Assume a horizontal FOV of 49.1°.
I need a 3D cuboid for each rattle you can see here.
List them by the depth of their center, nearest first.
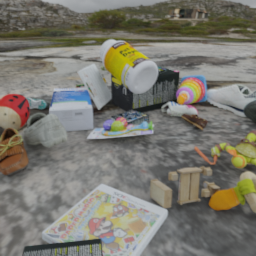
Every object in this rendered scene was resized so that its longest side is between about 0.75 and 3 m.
[{"bbox_3d":[2.686,1.554,6.280,1.483,1.059,0.966,-2,46,-53],"label":"rattle"}]

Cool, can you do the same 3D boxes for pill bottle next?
[{"bbox_3d":[-0.074,-2.374,10.430,1.295,1.295,2.370,-17,47,-35],"label":"pill bottle"}]

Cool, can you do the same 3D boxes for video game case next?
[{"bbox_3d":[-0.378,1.864,5.440,1.699,0.214,1.867,15,27,27],"label":"video game case"}]

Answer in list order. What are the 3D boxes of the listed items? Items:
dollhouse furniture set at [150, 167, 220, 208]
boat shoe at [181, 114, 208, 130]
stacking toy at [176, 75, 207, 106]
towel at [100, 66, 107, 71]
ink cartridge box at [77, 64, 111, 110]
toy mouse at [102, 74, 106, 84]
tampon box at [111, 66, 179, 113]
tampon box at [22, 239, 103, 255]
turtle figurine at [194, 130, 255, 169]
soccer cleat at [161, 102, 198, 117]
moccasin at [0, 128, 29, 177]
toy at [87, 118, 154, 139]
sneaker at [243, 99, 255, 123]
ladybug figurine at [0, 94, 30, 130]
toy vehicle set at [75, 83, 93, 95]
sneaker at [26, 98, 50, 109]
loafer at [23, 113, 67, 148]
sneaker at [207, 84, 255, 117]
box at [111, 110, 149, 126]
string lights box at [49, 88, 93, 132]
[{"bbox_3d":[1.287,1.225,6.282,1.448,0.750,0.641,-3,11,-23],"label":"dollhouse furniture set"},{"bbox_3d":[2.446,-0.300,10.317,0.410,0.410,1.165,30,4,-41],"label":"boat shoe"},{"bbox_3d":[2.529,-1.423,12.029,1.178,1.246,2.147,1,23,31],"label":"stacking toy"},{"bbox_3d":[-0.452,-2.762,12.501,1.609,0.294,1.194,-8,13,-8],"label":"towel"},{"bbox_3d":[-1.541,-1.741,12.073,0.625,1.782,2.192,-23,14,24],"label":"ink cartridge box"},{"bbox_3d":[-1.809,-2.072,14.110,1.505,0.328,1.693,-15,-14,-1],"label":"toy mouse"},{"bbox_3d":[0.724,-1.772,12.447,2.480,1.565,1.858,-14,26,-29],"label":"tampon box"},{"bbox_3d":[-0.904,2.179,3.948,1.131,0.848,0.714,-3,23,-7],"label":"tampon box"},{"bbox_3d":[3.241,0.628,7.741,2.413,0.777,1.946,20,30,39],"label":"turtle figurine"},{"bbox_3d":[2.000,-0.626,11.142,0.712,0.576,1.649,-23,26,-27],"label":"soccer cleat"},{"bbox_3d":[-3.162,0.582,7.619,0.796,0.841,2.177,-19,27,-9],"label":"moccasin"},{"bbox_3d":[-0.225,-0.059,9.386,2.134,0.504,1.229,-1,14,7],"label":"toy"},{"bbox_3d":[5.154,-0.268,9.595,1.311,1.115,2.875,-20,28,-32],"label":"sneaker"},{"bbox_3d":[-3.901,-0.628,9.636,0.635,1.198,1.765,-31,30,19],"label":"ladybug figurine"},{"bbox_3d":[-2.096,-1.837,13.384,0.940,0.125,0.584,-6,65,17],"label":"toy vehicle set"},{"bbox_3d":[-4.013,-1.053,12.322,1.276,0.495,0.582,13,10,20],"label":"sneaker"},{"bbox_3d":[-2.576,0.005,8.355,0.924,0.922,2.642,-21,12,-35],"label":"loafer"},{"bbox_3d":[4.511,-1.381,12.091,1.085,1.143,2.840,-14,25,-26],"label":"sneaker"},{"bbox_3d":[0.079,-0.346,10.713,1.191,0.274,0.947,-21,30,-40],"label":"box"},{"bbox_3d":[-2.233,-0.832,11.097,1.506,0.864,2.931,-4,23,-9],"label":"string lights box"}]
